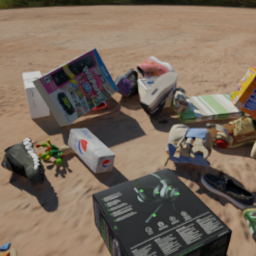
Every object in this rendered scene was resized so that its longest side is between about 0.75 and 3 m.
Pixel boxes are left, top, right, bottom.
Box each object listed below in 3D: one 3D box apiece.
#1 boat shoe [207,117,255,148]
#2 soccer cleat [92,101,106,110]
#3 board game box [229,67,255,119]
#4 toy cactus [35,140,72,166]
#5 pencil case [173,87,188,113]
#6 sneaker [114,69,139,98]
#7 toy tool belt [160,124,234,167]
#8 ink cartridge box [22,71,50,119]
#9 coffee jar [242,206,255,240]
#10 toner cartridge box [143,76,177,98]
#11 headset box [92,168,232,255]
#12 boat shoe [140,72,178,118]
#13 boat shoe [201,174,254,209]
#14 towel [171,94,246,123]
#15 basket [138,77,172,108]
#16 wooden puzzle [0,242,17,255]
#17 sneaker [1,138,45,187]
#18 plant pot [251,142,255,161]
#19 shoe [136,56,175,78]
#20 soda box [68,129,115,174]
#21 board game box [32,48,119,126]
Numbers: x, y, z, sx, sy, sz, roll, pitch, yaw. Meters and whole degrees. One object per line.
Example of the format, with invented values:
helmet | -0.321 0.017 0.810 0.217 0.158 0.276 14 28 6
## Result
boat shoe | 4.341 0.038 10.539 2.795 1.032 1.057 -4 40 -2
soccer cleat | -1.812 -1.060 13.064 1.636 0.558 0.599 -15 41 -26
board game box | 5.510 -1.398 11.780 1.623 1.622 1.624 30 24 2
toy cactus | -2.545 0.803 9.903 1.171 0.726 1.419 -13 23 -39
pencil case | 2.342 -1.297 12.655 0.613 0.705 1.576 15 31 -2
sneaker | 0.153 -2.214 14.822 1.269 1.097 2.897 35 30 3
toy tool belt | 2.132 0.754 8.989 2.248 1.404 1.382 -1 49 45
ink cartridge box | -4.264 -1.556 12.929 0.858 1.479 2.043 -11 33 -18
coffee jar | 3.311 2.444 7.290 0.465 0.381 0.893 -9 30 7
toner cartridge box | 1.643 -2.447 14.827 0.491 1.081 2.277 -18 35 -26
headset box | 0.608 2.324 6.676 2.288 1.219 2.628 -16 34 -23
boat shoe | 1.457 -1.441 12.500 2.250 1.043 0.840 -44 52 -13
boat shoe | 2.936 1.746 8.290 0.597 0.565 1.707 -20 36 -30
towel | 3.612 -0.907 13.011 2.914 0.447 2.174 -6 29 -6
basket | 1.271 -1.705 13.548 1.368 1.110 1.380 -8 33 -14
wooden puzzle | -2.883 3.125 6.418 0.714 0.124 1.059 -19 35 -28
sneaker | -3.431 1.200 9.014 1.151 0.846 2.544 -17 31 -22
plant pot | 4.876 0.608 8.785 1.705 1.511 1.707 41 28 13
shoe | 1.325 -2.750 13.737 1.049 0.824 2.306 -31 41 -11
soda box | -1.312 0.739 9.690 0.689 0.640 2.019 -3 28 -39
board game box | -2.156 -1.776 12.010 2.978 2.197 0.957 -40 19 -32
